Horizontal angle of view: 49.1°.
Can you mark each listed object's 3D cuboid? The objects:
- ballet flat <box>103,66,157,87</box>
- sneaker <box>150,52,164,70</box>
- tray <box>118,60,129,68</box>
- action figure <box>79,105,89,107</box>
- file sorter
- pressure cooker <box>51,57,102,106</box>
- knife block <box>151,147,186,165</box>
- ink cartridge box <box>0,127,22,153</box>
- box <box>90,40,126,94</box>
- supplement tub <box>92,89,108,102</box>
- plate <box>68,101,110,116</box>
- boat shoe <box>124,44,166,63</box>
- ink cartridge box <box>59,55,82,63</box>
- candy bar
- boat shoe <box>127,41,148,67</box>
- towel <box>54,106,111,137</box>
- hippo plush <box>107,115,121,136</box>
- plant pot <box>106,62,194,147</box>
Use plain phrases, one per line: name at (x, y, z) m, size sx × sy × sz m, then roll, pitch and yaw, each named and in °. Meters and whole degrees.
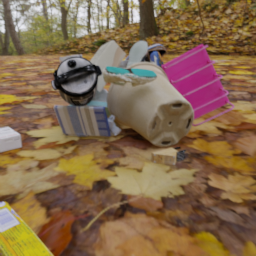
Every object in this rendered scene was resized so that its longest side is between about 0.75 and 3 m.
ballet flat at (0.019, -1.502, 8.357) m, size 1.656 × 0.594 × 0.594 m, roll 3°, pitch 17°, yaw -17°
sneaker at (1.095, -2.122, 12.891) m, size 1.177 × 2.670 × 1.005 m, roll -3°, pitch 5°, yaw 27°
tray at (-1.321, -2.454, 12.401) m, size 2.825 × 0.313 × 1.517 m, roll -12°, pitch -12°, yaw -35°
action figure at (-1.852, -0.856, 10.034) m, size 0.767 × 1.179 × 0.409 m, roll -38°, pitch -14°, yaw 9°
file sorter at (2.495, -1.502, 10.029) m, size 1.689 × 2.430 × 1.524 m, roll -26°, pitch 10°, yaw 12°
pressure cooker at (-1.667, -1.518, 9.051) m, size 1.392 × 1.370 × 1.558 m, roll 25°, pitch -15°, yaw -2°
knife block at (1.204, 0.775, 8.201) m, size 0.932 × 0.298 × 0.818 m, roll 5°, pitch 19°, yaw 15°
ink cartridge box at (-4.063, 0.375, 9.102) m, size 0.803 × 0.463 × 1.099 m, roll -16°, pitch 24°, yaw -38°
box at (-1.086, -2.325, 10.959) m, size 0.992 × 0.812 × 2.088 m, roll -1°, pitch 52°, yaw 55°
supplement tub at (-1.176, -1.297, 11.631) m, size 0.699 × 0.699 × 0.969 m, roll -4°, pitch 8°, yaw -12°
plate at (-1.310, -0.795, 11.284) m, size 2.492 × 0.318 × 2.492 m, roll 2°, pitch -6°, yaw 0°
boat shoe at (0.822, -3.436, 13.655) m, size 2.244 × 0.810 × 0.812 m, roll -30°, pitch 30°, yaw -4°
ink cartridge box at (-2.117, -2.443, 10.452) m, size 0.906 × 0.494 × 0.228 m, roll 2°, pitch 16°, yaw 27°
candy bar at (-1.847, 1.954, 4.699) m, size 0.722 × 0.321 × 2.894 m, roll -16°, pitch 24°, yaw -40°
boat shoe at (0.383, -2.945, 12.362) m, size 0.761 × 0.607 × 2.013 m, roll 15°, pitch 65°, yaw 17°
towel at (-1.538, -0.227, 9.521) m, size 1.824 × 1.339 × 0.217 m, roll 2°, pitch 42°, yaw 13°
hippo plush at (-0.524, -0.062, 10.008) m, size 0.789 × 0.634 × 0.628 m, roll -31°, pitch 17°, yaw 49°
plant pot at (0.870, -0.650, 9.531) m, size 2.571 × 2.571 × 2.353 m, roll -8°, pitch 32°, yaw -23°
